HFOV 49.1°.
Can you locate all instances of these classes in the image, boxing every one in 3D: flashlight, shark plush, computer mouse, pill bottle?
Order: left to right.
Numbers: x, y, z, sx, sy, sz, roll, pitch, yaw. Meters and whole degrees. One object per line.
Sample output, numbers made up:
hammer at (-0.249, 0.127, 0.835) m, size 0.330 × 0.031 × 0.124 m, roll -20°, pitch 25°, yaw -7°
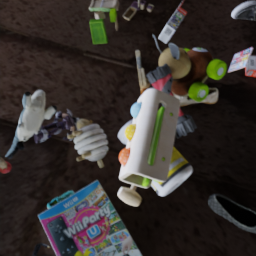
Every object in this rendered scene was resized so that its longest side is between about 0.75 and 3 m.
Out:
shark plush at (-3.104, -0.092, 8.897) m, size 1.063 × 0.975 × 2.340 m, roll 16°, pitch 89°, yaw -35°
computer mouse at (-2.325, 3.762, 8.025) m, size 1.020 × 0.235 × 0.717 m, roll 32°, pitch 28°, yaw -20°
pill bottle at (0.773, 0.856, 8.880) m, size 1.349 × 1.349 × 2.408 m, roll -35°, pitch 69°, yaw -15°
flashlight at (1.408, -0.855, 8.794) m, size 0.768 × 0.765 × 2.260 m, roll -34°, pitch 96°, yaw -40°

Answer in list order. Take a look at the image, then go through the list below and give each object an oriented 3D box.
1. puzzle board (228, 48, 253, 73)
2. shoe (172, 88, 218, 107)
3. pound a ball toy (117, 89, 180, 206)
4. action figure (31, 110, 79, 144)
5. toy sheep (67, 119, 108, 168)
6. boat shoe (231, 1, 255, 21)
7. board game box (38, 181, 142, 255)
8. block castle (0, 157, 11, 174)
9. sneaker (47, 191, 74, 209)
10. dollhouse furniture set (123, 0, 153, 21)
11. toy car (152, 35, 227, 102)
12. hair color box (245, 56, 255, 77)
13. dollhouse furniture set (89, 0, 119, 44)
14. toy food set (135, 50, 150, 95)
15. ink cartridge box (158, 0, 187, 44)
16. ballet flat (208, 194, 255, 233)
puzzle board at (3.135, -1.900, 7.877) m, size 0.068 × 0.781 × 0.589 m, roll 25°, pitch 84°, yaw -13°
shoe at (2.315, -1.201, 10.288) m, size 1.972 × 0.526 × 0.689 m, roll -2°, pitch 63°, yaw 3°
pound a ball toy at (0.293, 0.522, 7.191) m, size 1.119 × 1.717 × 2.634 m, roll 20°, pitch 65°, yaw -12°
action figure at (-2.431, -0.024, 9.682) m, size 1.772 × 0.615 × 1.153 m, roll -20°, pitch 58°, yaw -28°
toy sheep at (-1.225, 0.512, 9.157) m, size 1.197 × 1.197 × 1.736 m, roll -20°, pitch 86°, yaw -9°
boat shoe at (5.536, -4.943, 12.041) m, size 2.154 × 0.753 × 0.714 m, roll -13°, pitch 63°, yaw -14°
board game box at (-1.042, 3.226, 8.019) m, size 2.006 × 0.874 × 2.720 m, roll -30°, pitch 67°, yaw -13°
block castle at (-4.955, 1.218, 8.960) m, size 2.002 × 0.939 × 1.338 m, roll 28°, pitch 63°, yaw 10°
sneaker at (-2.088, 2.273, 8.745) m, size 0.919 × 0.366 × 0.356 m, roll -30°, pitch 68°, yaw -15°
dollhouse furniture set at (0.400, -5.228, 12.042) m, size 0.981 × 0.879 × 1.239 m, roll 28°, pitch 68°, yaw 13°
toy car at (1.738, -2.267, 9.311) m, size 1.835 × 2.326 × 1.911 m, roll -52°, pitch 42°, yaw 2°
hair color box at (5.350, -2.347, 10.912) m, size 1.421 × 0.435 × 0.721 m, roll 8°, pitch 65°, yaw 3°
dollhouse furniture set at (-1.044, -4.655, 12.058) m, size 1.241 × 0.959 × 2.484 m, roll -2°, pitch 45°, yaw 7°
toy food set at (0.544, -1.189, 8.591) m, size 0.333 × 2.115 × 1.344 m, roll -7°, pitch 61°, yaw 4°
ink cartridge box at (1.416, -3.196, 8.391) m, size 0.318 × 0.688 × 1.263 m, roll 34°, pitch 66°, yaw -3°
ballet flat at (3.367, 2.624, 8.463) m, size 1.991 × 0.565 × 0.662 m, roll 23°, pitch 67°, yaw 11°
